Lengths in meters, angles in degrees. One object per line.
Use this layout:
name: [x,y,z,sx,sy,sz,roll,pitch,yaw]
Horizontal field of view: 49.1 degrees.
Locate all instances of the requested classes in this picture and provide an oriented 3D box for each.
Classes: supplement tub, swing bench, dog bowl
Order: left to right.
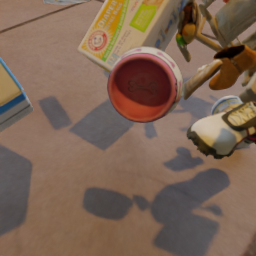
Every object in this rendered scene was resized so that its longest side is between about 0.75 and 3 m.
dog bowl: [0.235,-0.652,4.553,1.273,1.273,0.469,10,21,10]
supplement tub: [3.118,-0.193,8.169,0.971,0.971,1.342,-7,45,-7]
swing bench: [3.308,-2.756,7.169,2.432,2.419,1.578,37,55,-14]

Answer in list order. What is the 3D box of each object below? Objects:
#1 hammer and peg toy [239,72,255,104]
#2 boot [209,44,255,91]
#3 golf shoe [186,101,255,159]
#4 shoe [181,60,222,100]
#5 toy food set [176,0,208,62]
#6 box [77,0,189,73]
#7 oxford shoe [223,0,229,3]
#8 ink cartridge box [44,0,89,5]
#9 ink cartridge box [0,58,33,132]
hammer and peg toy: [2.299,-0.637,3.847,1.232,0.590,1.675,45,63,-9]
boot: [2.038,-1.277,5.872,0.977,1.364,0.480,17,64,-36]
golf shoe: [2.097,-0.130,5.460,2.355,1.037,0.909,-13,53,-37]
shoe: [1.114,-0.789,4.481,0.252,0.943,0.330,50,52,6]
toy food set: [1.358,-2.453,6.540,0.314,1.566,1.081,0,41,-13]
box: [0.215,-2.566,7.089,1.525,1.374,2.712,33,96,20]
oxford shoe: [2.740,-4.307,8.049,2.589,0.923,0.944,-7,64,-38]
ink cartridge box: [-1.493,-3.516,6.556,0.618,1.065,1.471,-12,23,-33]
ink cartridge box: [-2.724,-0.910,5.017,1.056,2.522,1.830,-37,97,-14]
